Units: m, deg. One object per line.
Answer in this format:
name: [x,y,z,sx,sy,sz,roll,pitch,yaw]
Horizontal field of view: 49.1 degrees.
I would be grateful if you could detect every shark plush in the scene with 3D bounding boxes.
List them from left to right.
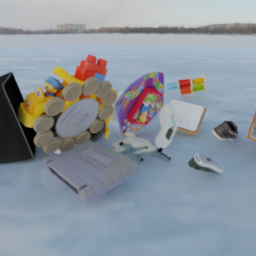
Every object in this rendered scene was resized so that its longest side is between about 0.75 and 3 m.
shark plush: [0.360,0.606,7.688,1.617,0.674,0.735,10,30,-8]

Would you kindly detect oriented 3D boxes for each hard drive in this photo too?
hard drive: [-1.631,0.325,9.016,1.262,0.243,1.913,-2,21,-7]

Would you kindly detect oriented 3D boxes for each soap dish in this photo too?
soap dish: [1.944,-0.354,9.725,1.305,1.027,0.530,17,-16,24]

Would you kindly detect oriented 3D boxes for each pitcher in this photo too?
pitcher: [0.102,-0.877,9.895,1.732,1.050,1.486,-40,-6,28]

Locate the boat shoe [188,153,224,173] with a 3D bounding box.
boat shoe: [1.930,0.906,6.933,1.240,0.351,0.425,21,38,-40]

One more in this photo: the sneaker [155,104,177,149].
sneaker: [1.263,-0.118,8.467,0.573,1.522,0.674,20,-25,-16]

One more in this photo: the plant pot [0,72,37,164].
plant pot: [-3.940,-0.165,8.002,1.908,2.146,2.151,-18,24,-8]

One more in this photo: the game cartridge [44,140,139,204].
game cartridge: [-0.928,0.928,6.698,1.451,0.430,2.239,-21,23,-31]

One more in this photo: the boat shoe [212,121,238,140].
boat shoe: [3.226,0.044,8.868,1.779,0.507,0.595,-6,56,-54]

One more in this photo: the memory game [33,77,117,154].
memory game: [-1.265,-0.251,6.959,2.407,2.407,0.153,-20,56,-42]

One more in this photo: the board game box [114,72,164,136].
board game box: [0.569,-0.592,8.817,1.934,2.448,0.477,-35,59,-18]

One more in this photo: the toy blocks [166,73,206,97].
toy blocks: [2.871,-2.009,13.889,1.874,0.681,1.562,-8,-18,12]

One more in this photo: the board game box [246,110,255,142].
board game box: [4.885,-0.350,7.907,1.841,1.843,1.841,-20,38,-34]

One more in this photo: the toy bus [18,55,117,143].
toy bus: [-1.651,-0.997,8.268,2.603,2.499,1.766,8,17,-33]
